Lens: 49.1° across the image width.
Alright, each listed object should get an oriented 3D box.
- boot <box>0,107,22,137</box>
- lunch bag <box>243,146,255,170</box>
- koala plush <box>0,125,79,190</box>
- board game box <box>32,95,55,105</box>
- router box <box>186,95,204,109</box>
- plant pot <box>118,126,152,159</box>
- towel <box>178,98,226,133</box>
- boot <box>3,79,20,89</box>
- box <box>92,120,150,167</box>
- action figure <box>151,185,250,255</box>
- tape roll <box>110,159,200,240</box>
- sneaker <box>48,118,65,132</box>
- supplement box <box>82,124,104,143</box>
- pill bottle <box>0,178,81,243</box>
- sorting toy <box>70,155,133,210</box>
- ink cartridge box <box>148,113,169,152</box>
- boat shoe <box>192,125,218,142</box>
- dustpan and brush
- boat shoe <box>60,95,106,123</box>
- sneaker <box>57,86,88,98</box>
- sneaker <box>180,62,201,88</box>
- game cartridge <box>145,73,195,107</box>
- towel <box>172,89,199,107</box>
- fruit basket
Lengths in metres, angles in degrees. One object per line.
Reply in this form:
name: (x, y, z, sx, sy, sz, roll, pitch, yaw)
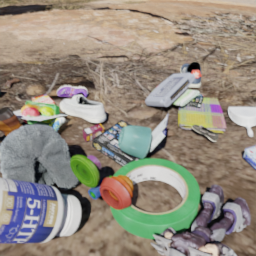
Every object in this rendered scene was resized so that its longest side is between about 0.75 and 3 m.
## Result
boot: (-4.251, 0.155, 9.586, 1.479, 1.571, 0.538, -29, 43, -5)
lunch bag: (4.445, 1.053, 9.346, 0.922, 0.435, 1.151, -15, 38, -17)
koala plush: (-3.042, 0.752, 8.457, 2.239, 2.320, 2.525, -23, 28, -28)
board game box: (-3.876, -1.165, 12.797, 0.720, 0.220, 0.950, -22, 40, -29)
router box: (2.950, -1.213, 12.336, 0.638, 0.265, 0.852, 13, 35, 17)
plant pot: (0.165, 0.386, 8.884, 0.828, 1.032, 1.032, 16, 32, -13)
towel: (3.062, -0.615, 11.940, 1.858, 0.295, 2.587, 4, 34, 7)
boot: (-5.995, -2.254, 14.387, 0.706, 0.243, 0.757, -14, 31, 3)
box: (-0.102, 0.537, 9.933, 1.706, 0.424, 1.693, 29, 41, 23)
action figure: (1.769, 2.467, 6.426, 1.860, 0.992, 2.858, 12, 28, 43)
tape roll: (0.724, 1.893, 7.934, 2.510, 0.603, 2.510, 0, 34, 0)
sneaker: (-2.813, 0.127, 10.561, 1.204, 0.456, 0.632, -33, 68, -3)
supplement box: (-1.314, 0.193, 10.590, 0.752, 0.415, 0.322, -21, 49, -28)
pill bottle: (-2.268, 1.943, 6.450, 2.233, 1.337, 1.337, 21, 15, -43)
sorting toy: (-0.602, 1.312, 7.313, 1.906, 1.145, 0.782, 39, 49, 14)
ink cartridge box: (1.047, 0.146, 9.202, 0.218, 1.072, 1.069, 35, 29, -5)
boat shoe: (2.882, 0.110, 10.405, 1.080, 0.308, 0.361, 36, 37, 30)
dustpan and brush: (4.810, -0.264, 11.338, 1.280, 0.525, 1.834, 1, 27, 10)
boat shoe: (-1.971, -0.935, 11.725, 0.926, 0.881, 2.571, -23, 33, -38)
sneaker: (-2.639, -1.641, 13.227, 1.442, 0.581, 0.602, -3, 40, -6)
sneaker: (3.410, -3.118, 14.922, 0.960, 1.082, 2.561, -2, 34, -2)
game cartridge: (1.826, -1.701, 12.596, 2.200, 0.450, 1.464, -44, 32, -22)
towel: (2.327, -1.402, 12.410, 1.075, 0.221, 1.441, -36, 25, -13)
fruit basket: (-3.569, -0.432, 10.639, 1.865, 0.944, 2.013, 7, 16, 13)
